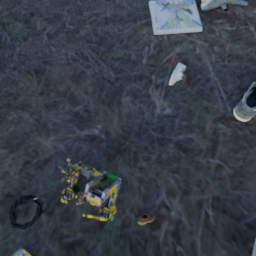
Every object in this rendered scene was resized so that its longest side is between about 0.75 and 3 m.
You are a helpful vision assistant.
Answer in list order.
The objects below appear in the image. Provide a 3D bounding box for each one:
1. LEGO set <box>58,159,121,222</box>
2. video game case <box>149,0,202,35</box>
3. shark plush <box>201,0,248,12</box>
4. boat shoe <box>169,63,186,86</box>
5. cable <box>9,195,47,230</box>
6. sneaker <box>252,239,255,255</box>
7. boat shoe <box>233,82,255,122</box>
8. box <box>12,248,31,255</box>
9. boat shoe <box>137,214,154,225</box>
[{"bbox_3d":[-1.343,2.089,8.835,2.242,1.299,1.724,30,112,15],"label":"LEGO set"},{"bbox_3d":[2.248,-5.403,13.499,2.274,0.250,2.073,-4,64,-2],"label":"video game case"},{"bbox_3d":[4.680,-6.166,13.846,2.361,1.073,0.983,2,83,-22],"label":"shark plush"},{"bbox_3d":[2.122,-2.236,11.891,0.429,0.436,1.229,24,60,14],"label":"boat shoe"},{"bbox_3d":[-3.319,2.711,9.050,1.000,0.311,1.226,33,49,7],"label":"cable"},{"bbox_3d":[4.315,4.329,8.432,1.192,0.850,2.404,24,62,17],"label":"sneaker"},{"bbox_3d":[5.371,-1.414,11.206,2.886,0.891,1.051,-41,71,-18],"label":"boat shoe"},{"bbox_3d":[-3.119,4.354,8.519,1.362,0.329,0.799,28,50,24],"label":"box"},{"bbox_3d":[0.612,2.943,9.162,0.276,0.768,0.259,14,102,40],"label":"boat shoe"}]
